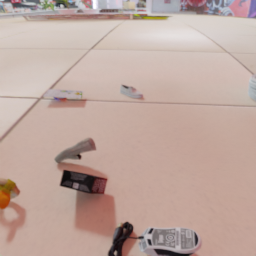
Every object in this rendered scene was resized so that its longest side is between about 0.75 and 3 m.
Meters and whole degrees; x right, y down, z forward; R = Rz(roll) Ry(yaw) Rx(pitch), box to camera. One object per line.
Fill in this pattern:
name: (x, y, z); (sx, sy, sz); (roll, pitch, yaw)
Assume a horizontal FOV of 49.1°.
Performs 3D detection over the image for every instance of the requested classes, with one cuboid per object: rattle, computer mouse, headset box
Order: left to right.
rattle: (-3.388, 1.760, 7.013); (1.176, 0.766, 0.840); (-8, 54, 11)
headset box: (-1.108, 1.426, 7.305); (0.866, 0.450, 1.164); (10, -10, 16)
computer mouse: (0.582, 2.480, 5.936); (1.899, 0.417, 1.041); (0, 23, 12)

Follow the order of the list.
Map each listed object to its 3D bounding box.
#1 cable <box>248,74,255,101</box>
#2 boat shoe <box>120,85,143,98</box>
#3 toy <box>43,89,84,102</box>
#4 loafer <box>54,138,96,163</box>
cable: (7.234, -1.826, 13.247); (2.932, 1.015, 2.932); (5, 28, 12)
boat shoe: (0.131, -1.823, 13.805); (1.385, 0.453, 0.509); (19, 34, 31)
toy: (-3.013, -1.486, 13.244); (1.723, 0.407, 0.992); (-1, 26, 1)
loafer: (-1.636, 0.788, 8.622); (1.425, 0.497, 0.498); (-28, -4, 16)
